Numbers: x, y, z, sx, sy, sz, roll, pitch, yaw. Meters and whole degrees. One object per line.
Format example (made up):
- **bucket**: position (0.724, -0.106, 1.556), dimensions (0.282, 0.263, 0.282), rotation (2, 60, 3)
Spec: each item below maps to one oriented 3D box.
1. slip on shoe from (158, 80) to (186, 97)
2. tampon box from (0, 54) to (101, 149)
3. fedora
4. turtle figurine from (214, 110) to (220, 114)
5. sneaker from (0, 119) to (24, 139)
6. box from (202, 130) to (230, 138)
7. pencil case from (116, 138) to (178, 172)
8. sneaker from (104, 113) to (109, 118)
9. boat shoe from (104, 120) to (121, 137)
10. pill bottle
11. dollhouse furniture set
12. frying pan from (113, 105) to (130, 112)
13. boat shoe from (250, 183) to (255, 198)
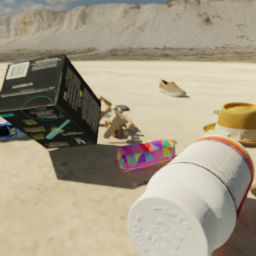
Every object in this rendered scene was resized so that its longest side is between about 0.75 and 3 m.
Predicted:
- **slip on shoe**: position (2.844, -2.607, 18.311), dimensions (1.035, 0.825, 2.723), rotation (-6, 18, -19)
- **tampon box**: position (-2.093, -0.597, 7.998), dimensions (1.845, 1.554, 2.461), rotation (-5, -28, 16)
- **fedora**: position (4.155, -0.283, 10.278), dimensions (2.839, 1.158, 2.839), rotation (1, 17, 0)
- **turtle figurine**: position (4.475, -0.741, 13.217), dimensions (0.901, 0.290, 0.727), rotation (-22, 19, -32)
- **sneaker**: position (-4.013, -0.017, 10.227), dimensions (2.006, 0.742, 0.825), rotation (-15, 24, -21)
- **box**: position (2.465, 0.609, 8.252), dimensions (0.740, 0.616, 1.801), rotation (7, 18, 28)
- **pencil case**: position (0.544, 0.723, 7.778), dimensions (1.720, 0.760, 0.760), rotation (-9, 19, -24)
- **sneaker**: position (-1.461, -0.945, 13.359), dimensions (1.652, 0.585, 0.603), rotation (16, 23, 41)
- **boat shoe**: position (-0.515, -0.064, 10.626), dimensions (0.518, 0.519, 1.474), rotation (-7, 18, -14)
- **pill bottle**: position (1.235, 1.172, 4.967), dimensions (1.503, 1.503, 2.744), rotation (11, 21, 31)
- **dollhouse furniture set**: position (-0.686, -0.225, 10.764), dimensions (1.237, 1.057, 2.387), rotation (32, 9, -29)
- **frying pan**: position (-0.592, -0.984, 14.120), dimensions (1.391, 0.226, 0.841), rotation (-3, 21, -20)
- **boat shoe**: position (3.285, 1.409, 6.025), dimensions (1.209, 0.435, 0.392), rotation (6, 14, 27)
